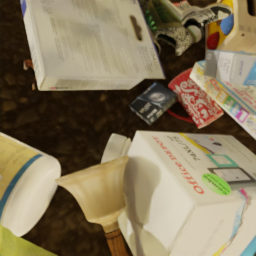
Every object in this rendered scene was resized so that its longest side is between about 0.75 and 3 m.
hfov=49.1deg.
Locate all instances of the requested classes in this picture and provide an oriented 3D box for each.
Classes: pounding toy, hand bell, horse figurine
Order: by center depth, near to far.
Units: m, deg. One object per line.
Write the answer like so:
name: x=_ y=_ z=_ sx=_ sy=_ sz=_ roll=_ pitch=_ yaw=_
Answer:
hand bell: x=-0.194 y=1.717 z=4.378 sx=1.220 sy=1.220 sz=2.343 roll=-19 pitch=85 yaw=-6
pounding toy: x=3.054 y=-3.263 z=8.679 sx=1.708 sy=2.211 sz=2.402 roll=8 pitch=71 yaw=-10
horse figurine: x=-2.555 y=-1.833 z=8.960 sx=1.566 sy=0.391 sz=1.038 roll=-13 pitch=66 yaw=4

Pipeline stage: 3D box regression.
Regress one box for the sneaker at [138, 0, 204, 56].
sneaker: x=0.996 y=-3.463 z=9.246 sx=2.937 sy=1.129 sz=1.301 roll=39 pitch=86 yaw=15

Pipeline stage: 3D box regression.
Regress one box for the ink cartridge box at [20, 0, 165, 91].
ink cartridge box: x=-0.802 y=-2.175 z=6.266 sx=2.846 sy=0.616 sz=2.795 roll=-4 pitch=70 yaw=-34

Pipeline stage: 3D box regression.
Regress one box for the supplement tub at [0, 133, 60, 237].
supplement tub: x=-3.450 y=1.187 z=7.079 sx=2.889 sy=2.090 sz=2.090 roll=23 pitch=73 yaw=8

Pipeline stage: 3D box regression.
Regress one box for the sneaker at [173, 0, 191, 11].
sneaker: x=1.677 y=-4.149 z=9.649 sx=1.129 sy=0.377 sz=0.605 roll=39 pitch=96 yaw=19

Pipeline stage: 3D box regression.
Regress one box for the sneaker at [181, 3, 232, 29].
sneaker: x=1.803 y=-2.532 z=6.503 sx=1.154 sy=0.436 sz=0.506 roll=4 pitch=71 yaw=29

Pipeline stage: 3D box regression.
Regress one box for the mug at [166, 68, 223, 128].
mug: x=1.950 y=-0.775 z=8.460 sx=1.041 sy=1.385 sz=1.560 roll=-18 pitch=72 yaw=-44

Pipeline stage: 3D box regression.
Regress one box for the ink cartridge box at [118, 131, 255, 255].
ink cartridge box: x=1.212 y=1.261 z=4.966 sx=2.390 sy=1.745 sz=1.754 roll=3 pitch=31 yaw=-31

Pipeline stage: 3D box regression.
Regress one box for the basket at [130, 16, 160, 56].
basket: x=-0.455 y=-3.230 z=8.774 sx=2.388 sy=1.801 sz=2.649 roll=-11 pitch=68 yaw=-3

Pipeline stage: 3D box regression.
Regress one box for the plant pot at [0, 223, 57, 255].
plant pot: x=-1.692 y=2.389 z=4.165 sx=1.545 sy=1.681 sz=1.681 roll=35 pitch=70 yaw=-33

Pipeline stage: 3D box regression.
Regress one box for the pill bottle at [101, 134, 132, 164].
pill bottle: x=0.647 y=1.089 z=7.421 sx=2.589 sy=1.481 sz=1.481 roll=18 pitch=72 yaw=5

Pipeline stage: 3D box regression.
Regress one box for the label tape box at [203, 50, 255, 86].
label tape box: x=2.486 y=-1.106 z=5.323 sx=1.277 sy=1.782 sz=0.589 roll=-3 pitch=111 yaw=-21

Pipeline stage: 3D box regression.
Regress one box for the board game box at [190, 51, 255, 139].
board game box: x=3.007 y=-0.745 z=6.573 sx=1.809 sy=0.461 sz=2.691 roll=-19 pitch=56 yaw=-29

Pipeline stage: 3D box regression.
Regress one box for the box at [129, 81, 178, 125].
box: x=0.751 y=-0.766 z=8.452 sx=1.180 sy=0.257 sz=0.946 roll=-41 pitch=51 yaw=-6
